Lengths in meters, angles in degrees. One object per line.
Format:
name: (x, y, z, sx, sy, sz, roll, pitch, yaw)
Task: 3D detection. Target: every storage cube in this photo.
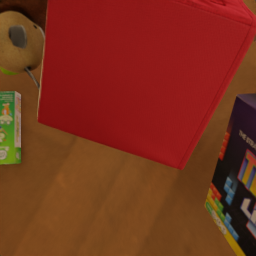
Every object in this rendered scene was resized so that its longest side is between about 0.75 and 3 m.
storage cube: (0.165, -0.957, 3.580, 1.905, 1.811, 2.119, 18, 126, 1)

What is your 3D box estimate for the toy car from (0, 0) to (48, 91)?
toy car: (-1.704, -1.526, 4.757, 1.661, 1.729, 2.105, -20, 44, -13)

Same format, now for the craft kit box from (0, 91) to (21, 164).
craft kit box: (-3.562, 0.032, 6.829, 1.790, 0.434, 1.768, -4, 85, 0)

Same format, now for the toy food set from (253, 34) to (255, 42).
toy food set: (3.210, -1.487, 4.325, 1.923, 2.679, 0.809, 43, 92, 10)

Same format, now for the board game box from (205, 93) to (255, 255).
board game box: (2.334, 1.221, 3.858, 0.847, 2.988, 2.470, -5, 121, -14)
